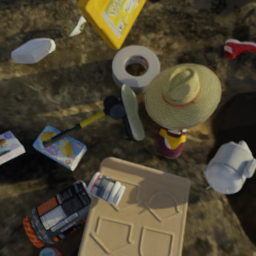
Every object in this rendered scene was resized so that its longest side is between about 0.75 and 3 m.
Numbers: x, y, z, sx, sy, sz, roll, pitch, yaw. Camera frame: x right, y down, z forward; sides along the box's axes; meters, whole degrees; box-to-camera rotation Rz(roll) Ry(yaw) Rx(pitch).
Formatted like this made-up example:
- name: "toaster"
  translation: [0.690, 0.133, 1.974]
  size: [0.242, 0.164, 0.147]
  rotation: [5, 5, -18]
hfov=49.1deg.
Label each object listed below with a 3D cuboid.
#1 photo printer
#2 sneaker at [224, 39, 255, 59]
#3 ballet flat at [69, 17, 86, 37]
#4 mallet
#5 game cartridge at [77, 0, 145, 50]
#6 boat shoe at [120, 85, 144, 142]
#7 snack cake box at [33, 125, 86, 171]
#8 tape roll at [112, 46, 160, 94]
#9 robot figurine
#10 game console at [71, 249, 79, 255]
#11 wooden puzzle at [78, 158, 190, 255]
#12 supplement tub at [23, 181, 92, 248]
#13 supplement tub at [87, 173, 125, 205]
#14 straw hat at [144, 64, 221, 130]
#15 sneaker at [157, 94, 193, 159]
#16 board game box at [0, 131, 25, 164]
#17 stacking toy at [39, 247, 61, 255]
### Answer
- name: "photo printer"
  translation: [-3.310, -2.766, 9.937]
  size: [1.085, 0.453, 1.304]
  rotation: [8, 42, 27]
- name: "sneaker"
  translation: [4.138, -2.796, 10.317]
  size: [1.211, 0.474, 0.699]
  rotation: [15, 78, 19]
- name: "ballet flat"
  translation: [-1.900, -3.792, 10.633]
  size: [0.334, 0.334, 0.961]
  rotation: [24, 74, 9]
- name: "mallet"
  translation: [-1.313, -0.073, 8.483]
  size: [2.721, 0.560, 0.896]
  rotation: [-33, 32, -11]
- name: "game cartridge"
  translation: [-0.315, -3.930, 8.523]
  size: [0.427, 2.634, 2.322]
  rotation: [29, 91, 17]
- name: "boat shoe"
  translation: [-0.018, -0.451, 9.220]
  size: [0.716, 0.635, 1.916]
  rotation: [-11, 81, -49]
- name: "snack cake box"
  translation: [-2.168, 0.636, 8.937]
  size: [1.450, 0.487, 0.834]
  rotation: [27, 69, 10]
- name: "tape roll"
  translation: [0.266, -2.054, 9.889]
  size: [1.663, 0.549, 1.663]
  rotation: [0, 72, -1]
- name: "robot figurine"
  translation: [2.978, 1.189, 8.266]
  size: [1.037, 1.557, 1.836]
  rotation: [53, 56, -16]
- name: "game console"
  translation: [-0.819, 4.642, 6.864]
  size: [2.599, 1.538, 2.219]
  rotation: [26, 75, 7]
- name: "wooden puzzle"
  translation: [0.222, 2.610, 7.823]
  size: [2.774, 0.693, 2.995]
  rotation: [17, 73, -12]
- name: "supplement tub"
  translation: [-1.863, 2.434, 7.911]
  size: [1.899, 1.164, 1.164]
  rotation: [-30, 72, -10]
- name: "supplement tub"
  translation: [-0.568, 1.577, 7.225]
  size: [0.840, 0.590, 0.590]
  rotation: [25, 71, 7]
- name: "straw hat"
  translation: [1.591, -1.251, 8.475]
  size: [2.477, 1.048, 2.477]
  rotation: [-5, 67, 12]
- name: "sneaker"
  translation: [1.516, -0.288, 8.932]
  size: [0.936, 1.125, 2.498]
  rotation: [11, 68, 5]
- name: "board game box"
  translation: [-3.785, 0.644, 8.172]
  size: [1.153, 0.238, 1.156]
  rotation: [-30, 39, -27]
- name: "stacking toy"
  translation: [-2.262, 3.935, 7.737]
  size: [0.960, 0.448, 1.060]
  rotation: [38, 74, 13]
